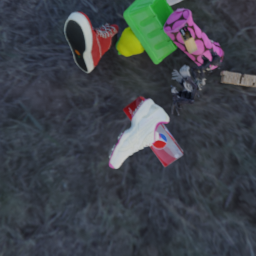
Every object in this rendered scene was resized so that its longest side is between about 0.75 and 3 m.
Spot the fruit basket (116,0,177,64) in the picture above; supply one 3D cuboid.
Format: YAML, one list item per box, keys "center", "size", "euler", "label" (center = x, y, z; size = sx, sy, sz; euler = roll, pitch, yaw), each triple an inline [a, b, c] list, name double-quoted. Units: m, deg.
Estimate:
- center: [0.544, -3.018, 8.944]
  size: [2.052, 2.052, 1.480]
  euler: [29, 59, 8]
  label: "fruit basket"

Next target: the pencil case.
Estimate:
- center: [2.004, -2.658, 8.405]
  size: [0.962, 2.119, 0.993]
  euler: [21, 84, 50]
  label: "pencil case"

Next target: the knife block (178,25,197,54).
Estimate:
- center: [1.525, -2.223, 7.087]
  size: [0.243, 0.667, 0.759]
  euler: [-25, 108, 16]
  label: "knife block"

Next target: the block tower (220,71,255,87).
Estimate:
- center: [3.586, -1.550, 8.978]
  size: [1.224, 0.330, 0.354]
  euler: [10, 94, -1]
  label: "block tower"

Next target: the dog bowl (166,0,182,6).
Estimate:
- center: [1.686, -5.007, 9.075]
  size: [2.262, 2.262, 0.891]
  euler: [-26, 89, -8]
  label: "dog bowl"

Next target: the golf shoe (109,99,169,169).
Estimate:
- center: [0.231, 0.251, 6.295]
  size: [0.819, 0.674, 1.789]
  euler: [33, 98, 5]
  label: "golf shoe"

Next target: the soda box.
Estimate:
- center: [0.671, 0.080, 7.382]
  size: [0.589, 0.650, 1.857]
  euler: [-37, 86, 12]
  label: "soda box"

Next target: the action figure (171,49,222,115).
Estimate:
- center: [1.575, -1.223, 7.304]
  size: [0.919, 1.070, 1.800]
  euler: [43, 81, -14]
  label: "action figure"

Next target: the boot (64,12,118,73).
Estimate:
- center: [-0.955, -2.897, 8.391]
  size: [0.858, 2.368, 1.709]
  euler: [39, 75, 11]
  label: "boot"
